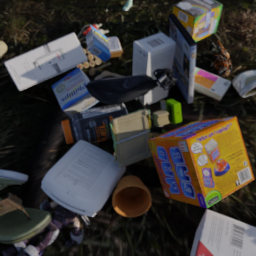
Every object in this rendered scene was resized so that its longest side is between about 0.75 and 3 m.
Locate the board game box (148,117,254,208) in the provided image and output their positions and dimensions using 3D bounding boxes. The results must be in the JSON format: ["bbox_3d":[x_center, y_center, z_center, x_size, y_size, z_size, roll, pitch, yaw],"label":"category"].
[{"bbox_3d":[1.885,0.836,7.487,1.726,1.724,1.724,-20,96,-26],"label":"board game box"}]

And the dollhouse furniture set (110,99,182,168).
[{"bbox_3d":[0.363,0.072,8.427,2.315,1.516,1.162,-18,22,-24],"label":"dollhouse furniture set"}]

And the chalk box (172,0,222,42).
[{"bbox_3d":[3.323,-5.171,13.124,2.309,1.429,1.436,-30,56,-23],"label":"chalk box"}]

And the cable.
[{"bbox_3d":[-2.030,-3.817,11.858,2.469,0.621,1.199,-25,77,-27],"label":"cable"}]

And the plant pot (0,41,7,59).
[{"bbox_3d":[-5.736,-3.327,12.059,0.942,0.942,1.006,17,39,13],"label":"plant pot"}]

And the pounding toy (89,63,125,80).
[{"bbox_3d":[-0.779,-1.781,10.606,1.723,0.988,0.985,17,53,7],"label":"pounding toy"}]

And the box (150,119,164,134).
[{"bbox_3d":[0.491,-0.096,8.644,1.012,0.714,0.399,11,89,-16],"label":"box"}]

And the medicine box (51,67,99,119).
[{"bbox_3d":[-1.894,-1.256,10.148,1.274,0.720,1.398,-34,55,3],"label":"medicine box"}]

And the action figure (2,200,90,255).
[{"bbox_3d":[-2.027,2.634,7.287,1.527,0.814,2.346,29,48,29],"label":"action figure"}]

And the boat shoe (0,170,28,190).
[{"bbox_3d":[-3.910,1.562,8.309,1.882,0.678,0.584,2,73,9],"label":"boat shoe"}]

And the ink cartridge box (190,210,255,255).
[{"bbox_3d":[2.750,3.340,6.344,2.623,1.087,1.925,19,45,14],"label":"ink cartridge box"}]

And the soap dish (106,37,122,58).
[{"bbox_3d":[-0.769,-3.560,12.448,0.846,0.437,1.076,-10,52,-8],"label":"soap dish"}]

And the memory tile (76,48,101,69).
[{"bbox_3d":[-1.709,-2.924,11.700,1.106,0.848,0.093,-20,32,-17],"label":"memory tile"}]

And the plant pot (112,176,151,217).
[{"bbox_3d":[0.073,1.828,7.780,1.055,1.055,0.739,-4,24,-3],"label":"plant pot"}]

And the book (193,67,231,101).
[{"bbox_3d":[3.130,-1.797,11.101,1.590,0.382,1.062,29,55,20],"label":"book"}]

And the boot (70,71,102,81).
[{"bbox_3d":[-1.790,-2.068,11.228,1.010,0.459,1.202,35,65,20],"label":"boot"}]

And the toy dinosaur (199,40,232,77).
[{"bbox_3d":[3.794,-2.963,11.842,1.295,0.974,1.908,18,35,-15],"label":"toy dinosaur"}]

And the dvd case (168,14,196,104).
[{"bbox_3d":[1.910,-2.429,10.078,0.236,2.694,1.922,-17,52,-3],"label":"dvd case"}]

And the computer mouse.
[{"bbox_3d":[0.070,-1.167,8.641,2.835,1.963,0.747,-5,90,13],"label":"computer mouse"}]

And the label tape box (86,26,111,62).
[{"bbox_3d":[-1.158,-3.205,10.647,0.401,0.868,1.212,-36,50,26],"label":"label tape box"}]

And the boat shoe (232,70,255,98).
[{"bbox_3d":[5.456,-1.798,10.730,2.751,1.014,0.882,-11,58,-4],"label":"boat shoe"}]

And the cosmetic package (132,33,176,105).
[{"bbox_3d":[0.843,-1.999,9.918,1.191,2.349,0.837,-25,53,-23],"label":"cosmetic package"}]

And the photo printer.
[{"bbox_3d":[-1.226,1.398,7.825,1.746,0.729,2.099,26,36,8],"label":"photo printer"}]

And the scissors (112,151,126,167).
[{"bbox_3d":[0.300,0.523,9.364,0.747,0.142,2.043,26,52,33],"label":"scissors"}]

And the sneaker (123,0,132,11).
[{"bbox_3d":[-0.053,-6.567,14.834,0.298,0.478,0.811,21,56,15],"label":"sneaker"}]

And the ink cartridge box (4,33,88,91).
[{"bbox_3d":[-2.952,-2.389,10.284,2.581,1.068,1.891,-27,15,-9],"label":"ink cartridge box"}]

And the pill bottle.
[{"bbox_3d":[-1.076,-0.082,9.198,2.112,1.122,1.122,-14,53,-12],"label":"pill bottle"}]

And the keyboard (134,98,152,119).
[{"bbox_3d":[0.626,-0.471,9.693,0.169,0.789,1.314,-13,56,-26],"label":"keyboard"}]

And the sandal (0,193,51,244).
[{"bbox_3d":[-3.344,2.138,7.247,2.887,0.824,1.146,10,27,21],"label":"sandal"}]
